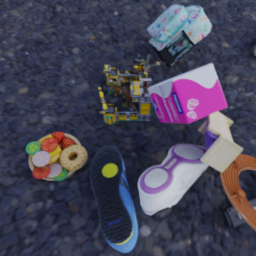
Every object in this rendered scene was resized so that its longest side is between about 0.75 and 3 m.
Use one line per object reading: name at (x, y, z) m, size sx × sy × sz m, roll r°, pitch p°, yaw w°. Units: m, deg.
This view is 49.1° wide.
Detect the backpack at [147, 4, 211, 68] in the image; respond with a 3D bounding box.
backpack at (1.837, -3.524, 10.196) m, size 2.125 × 1.600 × 1.886 m, roll -34°, pitch 29°, yaw 9°

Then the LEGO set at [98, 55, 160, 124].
LEGO set at (-0.028, -1.445, 9.471) m, size 2.020 × 1.522 × 2.627 m, roll 7°, pitch 56°, yaw 5°

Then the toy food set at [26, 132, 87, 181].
toy food set at (-2.229, 0.851, 8.576) m, size 1.692 × 0.416 × 1.710 m, roll -32°, pitch 62°, yaw -20°

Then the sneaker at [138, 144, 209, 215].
sneaker at (1.251, 1.316, 7.545) m, size 2.644 × 1.317 × 0.990 m, roll -27°, pitch 44°, yaw -31°

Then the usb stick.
usb stick at (3.555, 2.181, 7.665) m, size 2.062 × 0.336 × 0.572 m, roll -15°, pitch 85°, yaw -11°

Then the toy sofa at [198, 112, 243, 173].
toy sofa at (2.289, 0.210, 7.558) m, size 0.985 × 0.836 × 2.020 m, roll 32°, pitch 26°, yaw -2°

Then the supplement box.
supplement box at (1.416, -0.811, 7.277) m, size 1.117 × 2.161 × 1.093 m, roll -23°, pitch 96°, yaw -11°

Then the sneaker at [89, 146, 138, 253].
sneaker at (-0.367, 1.847, 7.513) m, size 0.944 × 1.123 × 2.864 m, roll -17°, pitch 53°, yaw 3°

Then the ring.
ring at (3.634, 1.715, 7.038) m, size 2.901 × 0.278 × 2.901 m, roll 18°, pitch 36°, yaw -14°

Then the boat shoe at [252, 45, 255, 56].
boat shoe at (5.544, -3.530, 11.475) m, size 1.862 × 0.665 × 0.612 m, roll -40°, pitch 53°, yaw -22°
